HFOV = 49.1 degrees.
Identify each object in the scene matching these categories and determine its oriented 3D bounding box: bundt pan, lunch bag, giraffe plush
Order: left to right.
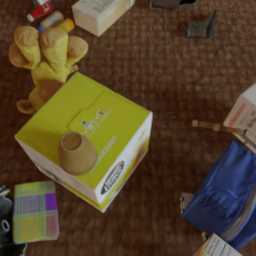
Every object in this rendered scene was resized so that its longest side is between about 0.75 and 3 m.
[{"bbox_3d":[-3.376,2.603,7.033,0.692,1.845,1.845,-27,64,0],"label":"bundt pan"},{"bbox_3d":[-2.547,-1.458,8.890,2.415,2.799,2.270,1,72,-14],"label":"giraffe plush"},{"bbox_3d":[2.823,1.745,7.299,1.718,1.764,2.597,35,52,15],"label":"lunch bag"}]

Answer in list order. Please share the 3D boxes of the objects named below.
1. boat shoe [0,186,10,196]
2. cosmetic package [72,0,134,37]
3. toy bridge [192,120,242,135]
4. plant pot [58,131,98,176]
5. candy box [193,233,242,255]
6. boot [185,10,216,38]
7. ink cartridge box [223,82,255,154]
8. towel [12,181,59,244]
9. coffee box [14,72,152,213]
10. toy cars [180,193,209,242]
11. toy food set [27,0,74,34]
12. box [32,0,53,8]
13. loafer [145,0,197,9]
[{"bbox_3d":[-3.697,1.865,7.909,0.322,0.852,0.257,-45,87,4],"label":"boat shoe"},{"bbox_3d":[-0.960,-5.086,11.596,1.348,0.911,2.562,34,67,17],"label":"cosmetic package"},{"bbox_3d":[2.802,-0.012,8.804,1.492,0.502,0.203,12,96,27],"label":"toy bridge"},{"bbox_3d":[-1.105,0.458,5.870,0.869,0.932,0.869,1,64,-1],"label":"plant pot"},{"bbox_3d":[2.583,3.889,6.331,2.711,1.581,0.765,36,38,19],"label":"candy box"},{"bbox_3d":[2.961,-4.294,11.419,1.076,0.558,1.647,12,56,19],"label":"boot"},{"bbox_3d":[4.284,0.032,8.340,1.041,1.807,2.476,-35,66,-17],"label":"ink cartridge box"},{"bbox_3d":[-2.612,2.353,7.882,1.200,0.190,1.671,-4,61,-17],"label":"towel"},{"bbox_3d":[-1.041,0.459,7.750,2.442,2.414,2.438,30,66,15],"label":"coffee box"},{"bbox_3d":[1.937,2.583,7.792,0.743,0.367,1.657,-23,59,-33],"label":"toy cars"},{"bbox_3d":[-3.435,-4.729,10.919,1.184,2.631,1.256,-46,33,-19],"label":"toy food set"},{"bbox_3d":[-3.682,-5.670,11.833,0.569,1.062,0.788,18,62,9],"label":"box"},{"bbox_3d":[1.907,-5.497,11.847,2.354,0.860,0.836,-16,62,-8],"label":"loafer"}]
